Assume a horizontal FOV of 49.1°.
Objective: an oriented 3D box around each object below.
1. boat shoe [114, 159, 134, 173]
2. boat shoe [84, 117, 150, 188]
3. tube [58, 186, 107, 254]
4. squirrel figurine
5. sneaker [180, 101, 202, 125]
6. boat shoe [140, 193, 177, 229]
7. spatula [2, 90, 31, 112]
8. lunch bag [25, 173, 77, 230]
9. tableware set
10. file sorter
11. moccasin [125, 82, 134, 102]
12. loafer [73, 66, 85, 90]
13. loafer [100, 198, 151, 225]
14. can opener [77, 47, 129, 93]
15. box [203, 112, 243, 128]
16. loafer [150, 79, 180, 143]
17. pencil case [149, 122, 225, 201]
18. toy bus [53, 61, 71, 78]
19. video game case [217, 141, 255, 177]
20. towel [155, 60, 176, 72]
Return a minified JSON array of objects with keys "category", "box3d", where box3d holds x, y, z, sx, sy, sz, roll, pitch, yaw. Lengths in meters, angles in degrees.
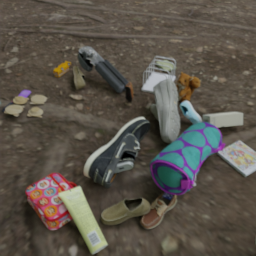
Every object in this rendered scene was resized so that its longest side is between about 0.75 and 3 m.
[{"category":"boat shoe","box3d":[-0.270,1.159,8.671,0.965,0.341,0.307,-11,37,21]},{"category":"boat shoe","box3d":[-0.086,0.742,9.077,1.013,1.076,2.996,25,48,26]},{"category":"tube","box3d":[-1.142,2.347,7.263,0.457,0.510,1.759,-35,68,2]},{"category":"squirrel figurine","box3d":[2.446,-1.817,11.973,1.312,1.225,0.929,-28,48,-29]},{"category":"sneaker","box3d":[2.343,-0.453,10.669,0.484,0.437,1.182,-27,78,-38]},{"category":"boat shoe","box3d":[0.843,2.204,7.786,0.535,0.507,1.412,29,48,30]},{"category":"spatula","box3d":[-4.837,-1.153,12.020,0.444,0.161,1.570,17,44,20]},{"category":"lunch bag","box3d":[-2.017,2.009,7.987,1.331,0.619,1.512,-28,48,-35]},{"category":"tableware set","box3d":[-4.208,-0.937,11.663,1.444,0.201,1.729,4,36,-6]},{"category":"file sorter","box3d":[1.446,-2.435,12.856,1.164,1.045,1.678,15,42,16]},{"category":"moccasin","box3d":[0.060,-1.493,11.757,0.362,0.989,0.382,14,54,22]},{"category":"loafer","box3d":[-2.296,-2.342,13.140,0.532,0.600,1.578,-6,50,-9]},{"category":"loafer","box3d":[-0.110,2.205,7.632,1.414,0.477,0.538,-19,34,0]},{"category":"can opener","box3d":[-1.223,-2.622,12.978,2.992,1.000,0.798,47,46,13]},{"category":"box","box3d":[3.551,-0.296,10.512,1.384,0.473,0.569,-5,10,-11]},{"category":"loafer","box3d":[1.369,-0.629,10.674,0.996,0.998,2.855,-16,48,26]},{"category":"pencil case","box3d":[1.857,0.857,8.498,1.341,1.235,2.901,28,38,23]},{"category":"toy bus","box3d":[-3.262,-2.929,13.920,0.338,0.406,1.037,17,43,21]},{"category":"video game case","box3d":[3.860,1.007,9.484,1.108,0.139,1.217,-22,45,-24]},{"category":"towel","box3d":[1.943,-3.204,14.421,0.750,0.184,1.011,-18,43,-21]}]
